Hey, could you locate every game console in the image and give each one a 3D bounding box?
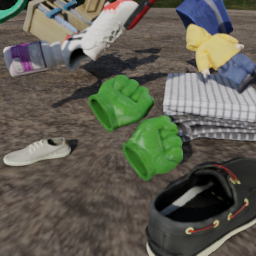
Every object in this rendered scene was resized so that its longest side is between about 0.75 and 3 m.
[{"bbox_3d":[0.226,-2.558,4.495,0.995,1.444,1.676,40,30,-12],"label":"game console"}]

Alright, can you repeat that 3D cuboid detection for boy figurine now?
[{"bbox_3d":[2.129,-1.711,6.739,1.275,0.661,2.050,-44,70,-11],"label":"boy figurine"}]

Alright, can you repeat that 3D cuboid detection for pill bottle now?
[{"bbox_3d":[-2.208,-1.682,6.709,1.286,0.722,0.722,-14,30,-9],"label":"pill bottle"}]

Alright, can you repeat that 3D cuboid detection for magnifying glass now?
[{"bbox_3d":[-2.779,-2.002,5.209,0.970,2.436,0.273,35,2,-9],"label":"magnifying glass"}]

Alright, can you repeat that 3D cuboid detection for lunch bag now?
[{"bbox_3d":[2.483,-3.580,8.966,1.200,1.814,1.233,-40,45,8],"label":"lunch bag"}]

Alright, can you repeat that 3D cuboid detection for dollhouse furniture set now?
[{"bbox_3d":[-1.636,-4.057,8.923,2.001,2.839,1.990,34,42,-1],"label":"dollhouse furniture set"}]

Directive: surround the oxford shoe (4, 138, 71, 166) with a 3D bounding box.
[{"bbox_3d":[-2.051,0.499,6.351,1.464,0.423,0.550,-11,33,-16],"label":"oxford shoe"}]

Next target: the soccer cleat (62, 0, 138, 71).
[{"bbox_3d":[-0.711,-2.254,6.990,2.418,0.830,1.030,-21,61,28],"label":"soccer cleat"}]

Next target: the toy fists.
[{"bbox_3d":[0.159,-0.068,3.624,0.731,0.493,1.434,-32,79,-26],"label":"toy fists"}]

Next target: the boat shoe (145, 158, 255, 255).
[{"bbox_3d":[1.514,1.127,4.658,2.964,0.929,1.084,-20,32,-35],"label":"boat shoe"}]

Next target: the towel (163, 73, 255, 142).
[{"bbox_3d":[2.159,-0.584,7.590,2.391,1.236,2.888,5,26,7],"label":"towel"}]
